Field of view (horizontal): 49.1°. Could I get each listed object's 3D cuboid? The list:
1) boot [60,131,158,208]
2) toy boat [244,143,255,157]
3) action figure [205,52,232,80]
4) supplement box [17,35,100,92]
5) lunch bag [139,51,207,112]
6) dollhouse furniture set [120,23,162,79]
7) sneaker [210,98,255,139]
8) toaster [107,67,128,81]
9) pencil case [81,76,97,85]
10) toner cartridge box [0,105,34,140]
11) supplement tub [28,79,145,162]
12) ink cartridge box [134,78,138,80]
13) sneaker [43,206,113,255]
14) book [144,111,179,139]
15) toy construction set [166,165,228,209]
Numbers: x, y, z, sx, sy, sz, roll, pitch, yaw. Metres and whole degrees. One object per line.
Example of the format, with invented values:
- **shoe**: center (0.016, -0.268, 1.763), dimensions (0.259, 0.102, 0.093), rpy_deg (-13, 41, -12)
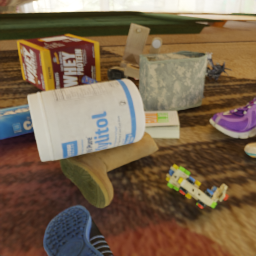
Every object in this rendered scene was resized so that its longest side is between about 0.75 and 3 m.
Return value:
- **boot**: center (-0.199, 0.772, 6.805), dimensions (2.353, 0.778, 2.061), rpy_deg (-18, 33, -32)
- **toy boat**: center (3.509, 0.680, 7.378), dimensions (0.716, 0.396, 0.852), rpy_deg (-5, 15, -32)
- **action figure**: center (3.623, -2.827, 12.902), dimensions (2.126, 1.263, 1.085), rpy_deg (0, 66, -7)
- **supplement box**: center (-3.154, -3.050, 12.870), dimensions (2.716, 1.803, 2.679), rpy_deg (-22, 36, -35)
- **lunch bag**: center (1.661, -1.694, 10.159), dimensions (2.385, 1.956, 1.402), rpy_deg (-6, 27, -12)
- **dollhouse furniture set**: center (0.881, -3.408, 12.835), dimensions (2.327, 1.993, 2.446), rpy_deg (17, 23, 0)
- **sneaker**: center (3.884, -0.551, 8.713), dimensions (2.896, 1.208, 1.168), rpy_deg (-13, 35, -14)
- **toaster**: center (-0.436, -2.563, 13.289), dimensions (1.050, 0.597, 0.678), rpy_deg (10, 27, 20)
- **pencil case**: center (-1.697, -2.051, 12.308), dimensions (0.295, 0.328, 0.756), rpy_deg (6, -4, 41)
- **toner cartridge box**: center (-3.624, -0.142, 8.103), dimensions (2.955, 0.638, 1.404), rpy_deg (-17, 18, -37)
- **supplement tub**: center (-0.952, -0.206, 6.498), dimensions (2.379, 1.569, 1.569), rpy_deg (-13, 30, -17)
- **ink cartridge box**: center (0.488, -2.646, 13.756), dimensions (0.501, 0.291, 0.861), rpy_deg (-6, 27, -13)
- **sneaker**: center (-0.621, 2.094, 4.224), dimensions (0.878, 0.975, 2.503), rpy_deg (-28, 19, -14)
- **book**: center (0.611, -0.154, 8.956), dimensions (1.936, 0.465, 1.294), rpy_deg (-1, 27, 6)
- **toy construction set**: center (1.424, 1.285, 5.943), dimensions (1.375, 0.633, 0.902), rpy_deg (21, -5, 15)
